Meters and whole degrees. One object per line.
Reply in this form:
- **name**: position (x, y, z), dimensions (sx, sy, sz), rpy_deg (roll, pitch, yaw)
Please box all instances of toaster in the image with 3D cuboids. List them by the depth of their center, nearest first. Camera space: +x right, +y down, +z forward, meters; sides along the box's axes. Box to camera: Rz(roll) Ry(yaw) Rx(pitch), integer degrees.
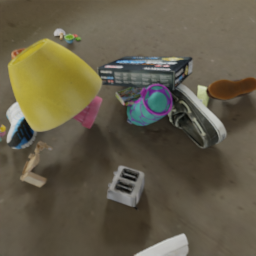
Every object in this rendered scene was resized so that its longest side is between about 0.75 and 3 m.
- **toaster**: position (-0.018, 1.621, 7.670), dimensions (0.973, 0.577, 0.879), rpy_deg (16, 50, 14)

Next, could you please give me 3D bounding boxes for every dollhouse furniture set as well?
- **dollhouse furniture set**: position (-2.659, 1.105, 8.256), dimensions (0.552, 0.647, 1.247), rpy_deg (32, 41, -26)

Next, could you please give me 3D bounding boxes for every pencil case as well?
- **pencil case**: position (0.582, -0.647, 8.707), dimensions (1.027, 2.222, 0.946), rpy_deg (34, 77, -7)

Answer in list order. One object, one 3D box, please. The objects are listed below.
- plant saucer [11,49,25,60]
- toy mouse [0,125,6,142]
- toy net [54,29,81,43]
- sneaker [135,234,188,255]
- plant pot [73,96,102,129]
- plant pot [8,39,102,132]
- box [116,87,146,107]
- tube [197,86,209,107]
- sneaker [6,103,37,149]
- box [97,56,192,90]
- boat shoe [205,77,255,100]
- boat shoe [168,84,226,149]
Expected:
- **plant saucer**: position (-3.336, -2.700, 11.316), dimensions (2.533, 0.409, 2.533), rpy_deg (8, 26, -4)
- **toy mouse**: position (-4.089, 0.250, 8.996), dimensions (0.154, 0.709, 0.798), rpy_deg (22, 11, -16)
- **toy net**: position (-3.012, -4.535, 13.568), dimensions (1.523, 0.294, 0.799), rpy_deg (36, 57, 29)
- **sneaker**: position (0.244, 3.472, 5.518), dimensions (2.931, 1.080, 1.694), rpy_deg (-25, 65, -14)
- **plant pot**: position (-1.505, -0.649, 9.156), dimensions (0.984, 1.100, 1.100), rpy_deg (23, 47, -11)
- **plant pot**: position (-2.205, -1.362, 7.723), dimensions (2.445, 1.735, 2.445), rpy_deg (-23, 33, 16)
- **box**: position (0.246, -1.275, 10.591), dimensions (1.264, 0.219, 0.696), rpy_deg (-24, 51, -21)
- **tube**: position (2.784, -1.115, 10.393), dimensions (0.422, 0.377, 1.453), rpy_deg (41, 44, -17)
- **sneaker**: position (-3.580, -0.234, 9.284), dimensions (1.093, 0.945, 2.522), rpy_deg (-2, 39, 6)
- **box**: position (0.662, -2.057, 10.106), dimensions (2.830, 0.651, 2.249), rpy_deg (8, 27, 26)
- **boat shoe**: position (3.718, -1.376, 10.281), dimensions (2.109, 0.741, 0.742), rpy_deg (-7, 84, -19)
- **boat shoe**: position (1.868, -0.510, 9.271), dimensions (0.951, 1.056, 2.988), rpy_deg (-23, 48, -19)
